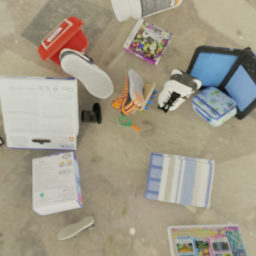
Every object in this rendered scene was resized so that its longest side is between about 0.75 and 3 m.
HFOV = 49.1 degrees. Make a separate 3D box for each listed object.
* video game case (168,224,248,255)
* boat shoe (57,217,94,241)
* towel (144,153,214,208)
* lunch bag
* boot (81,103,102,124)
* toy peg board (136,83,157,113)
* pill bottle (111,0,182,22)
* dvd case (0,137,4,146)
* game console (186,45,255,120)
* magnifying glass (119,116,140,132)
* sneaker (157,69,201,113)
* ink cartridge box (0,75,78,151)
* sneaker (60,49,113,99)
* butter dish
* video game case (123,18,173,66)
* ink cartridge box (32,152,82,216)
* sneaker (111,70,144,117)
[{"bbox_3d":[2.584,4.138,8.825,2.411,0.286,2.195,-2,43,0],"label":"video game case"},{"bbox_3d":[-1.722,3.467,9.411,1.301,0.408,0.473,-24,35,-14],"label":"boat shoe"},{"bbox_3d":[1.839,1.825,9.946,2.333,0.278,1.713,8,85,2],"label":"towel"},{"bbox_3d":[3.200,-0.825,10.525,1.192,0.611,1.483,-32,50,-8],"label":"lunch bag"},{"bbox_3d":[-1.423,-0.594,10.628,0.772,0.388,1.032,7,48,-26],"label":"boot"},{"bbox_3d":[0.705,-1.068,10.638,0.540,1.098,1.103,30,84,-22],"label":"toy peg board"},{"bbox_3d":[0.757,-5.634,11.941,2.815,1.638,1.638,-20,72,-6],"label":"pill bottle"},{"bbox_3d":[-5.768,0.607,10.586,1.779,0.156,1.270,-36,75,-11],"label":"dvd case"},{"bbox_3d":[3.327,-1.463,9.895,1.618,2.735,2.334,-24,71,-10],"label":"game console"},{"bbox_3d":[0.058,-0.136,10.827,0.928,0.104,0.369,31,91,7],"label":"magnifying glass"},{"bbox_3d":[1.686,-1.166,9.853,1.054,2.860,1.144,29,83,2],"label":"sneaker"},{"bbox_3d":[-3.193,-0.512,10.273,2.709,0.551,2.715,3,111,-1],"label":"ink cartridge box"},{"bbox_3d":[-1.525,-2.102,10.565,0.978,2.494,0.990,-39,46,12],"label":"sneaker"},{"bbox_3d":[-2.347,-3.178,11.179,2.109,1.559,2.103,-44,37,2],"label":"butter dish"},{"bbox_3d":[0.828,-3.635,11.805,1.622,0.290,1.470,30,87,10],"label":"video game case"},{"bbox_3d":[-2.465,1.745,9.701,1.477,0.826,2.165,-10,59,-4],"label":"ink cartridge box"},{"bbox_3d":[-0.087,-1.300,10.574,0.846,1.222,2.181,40,31,-26],"label":"sneaker"}]
